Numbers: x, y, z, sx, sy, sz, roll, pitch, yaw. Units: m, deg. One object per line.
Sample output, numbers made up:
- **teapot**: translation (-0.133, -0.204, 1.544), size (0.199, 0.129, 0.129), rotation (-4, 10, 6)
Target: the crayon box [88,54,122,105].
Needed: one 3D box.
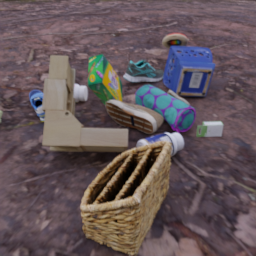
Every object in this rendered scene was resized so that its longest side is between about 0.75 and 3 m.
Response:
- **crayon box**: translation (-0.886, -1.788, 11.433), size (0.638, 2.190, 1.301), rotation (-9, 66, 17)

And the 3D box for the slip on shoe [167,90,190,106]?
- **slip on shoe**: translation (2.194, -1.229, 12.383), size (1.149, 0.348, 0.437), rotation (33, 6, -14)

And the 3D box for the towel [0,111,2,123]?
- **towel**: translation (-5.712, -0.239, 10.847), size (1.577, 0.288, 1.170), rotation (-16, 29, -12)

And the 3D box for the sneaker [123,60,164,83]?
- **sneaker**: translation (0.933, -3.009, 14.635), size (2.406, 1.098, 0.934), rotation (-9, 34, -31)

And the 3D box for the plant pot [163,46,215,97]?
- **plant pot**: translation (2.893, -2.562, 13.195), size (2.003, 2.003, 1.801), rotation (3, 37, -7)

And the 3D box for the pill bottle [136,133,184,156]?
- **pill bottle**: translation (1.074, 0.621, 9.187), size (1.458, 0.810, 0.810), rotation (-15, 35, -26)

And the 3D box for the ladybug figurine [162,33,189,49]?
- **ladybug figurine**: translation (2.271, -4.187, 13.401), size (1.253, 0.851, 0.451), rotation (3, 60, 18)

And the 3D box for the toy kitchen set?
- **toy kitchen set**: translation (-1.371, -0.610, 9.935), size (2.678, 2.969, 2.422), rotation (1, -13, -2)

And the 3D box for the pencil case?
- **pencil case**: translation (1.415, -0.793, 11.218), size (1.180, 1.087, 2.554), rotation (-50, 48, -6)

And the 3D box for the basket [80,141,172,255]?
- **basket**: translation (-0.098, 1.411, 6.956), size (1.770, 1.848, 2.481), rotation (14, 35, 22)

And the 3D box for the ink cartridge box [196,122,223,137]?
- **ink cartridge box**: translation (2.995, 0.052, 10.407), size (0.960, 0.498, 0.285), rotation (-2, 30, -2)

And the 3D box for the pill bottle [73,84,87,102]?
- **pill bottle**: translation (-2.620, -1.579, 12.717), size (1.433, 0.812, 0.812), rotation (2, 32, 5)

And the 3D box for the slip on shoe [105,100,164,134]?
- **slip on shoe**: translation (0.208, -0.552, 10.837), size (2.520, 0.958, 0.763), rotation (21, 44, 37)

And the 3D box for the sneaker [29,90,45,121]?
- **sneaker**: translation (-3.707, -1.104, 11.664), size (0.688, 0.766, 1.861), rotation (-32, 52, -11)
